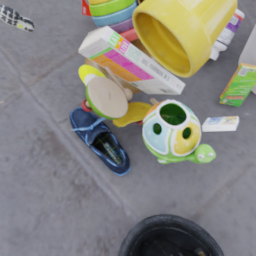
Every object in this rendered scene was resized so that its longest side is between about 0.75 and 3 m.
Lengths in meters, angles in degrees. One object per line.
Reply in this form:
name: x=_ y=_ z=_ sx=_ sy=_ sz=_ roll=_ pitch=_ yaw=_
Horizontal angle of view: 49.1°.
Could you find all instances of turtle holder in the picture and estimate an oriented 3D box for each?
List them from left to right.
turtle holder: x=1.155 y=0.177 z=7.091 sx=1.472 sy=1.376 sz=1.938 roll=-13 pitch=59 yaw=-4

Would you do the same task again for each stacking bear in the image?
stacking bear: x=-0.555 y=-4.118 z=8.707 sx=1.698 sy=2.796 sz=1.590 roll=-30 pitch=35 yaw=-17

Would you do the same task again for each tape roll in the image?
tape roll: x=5.306 y=-2.460 z=9.119 sx=2.842 sy=1.951 sz=2.842 roll=-2 pitch=66 yaw=4

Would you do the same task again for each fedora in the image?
fedora: x=1.070 y=3.612 z=7.205 sx=2.784 sy=1.272 sz=2.784 roll=0 pitch=70 yaw=-1

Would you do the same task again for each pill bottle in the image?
pill bottle: x=3.132 y=-3.250 z=9.647 sx=0.939 sy=0.939 sz=1.685 roll=31 pitch=110 yaw=11

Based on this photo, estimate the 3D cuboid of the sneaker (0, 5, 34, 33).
sneaker: x=-3.246 y=-3.043 z=7.974 sx=0.453 sy=1.137 sz=0.441 roll=15 pitch=84 yaw=39

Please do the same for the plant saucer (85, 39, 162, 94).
plant saucer: x=-0.174 y=-2.528 z=10.021 sx=2.831 sy=0.501 sz=2.831 roll=0 pitch=69 yaw=0

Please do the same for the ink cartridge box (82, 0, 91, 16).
ink cartridge box: x=-0.984 y=-4.444 z=10.067 sx=1.404 sy=1.618 sz=0.352 roll=7 pitch=66 yaw=-6

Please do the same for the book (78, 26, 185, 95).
book: x=0.089 y=-1.766 z=7.988 sx=2.689 sy=1.797 sz=0.646 roll=30 pitch=84 yaw=-27

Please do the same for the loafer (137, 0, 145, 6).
loafer: x=1.078 y=-3.741 z=9.880 sx=2.439 sy=0.888 sz=0.882 roll=51 pitch=34 yaw=-2

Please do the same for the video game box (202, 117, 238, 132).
video game box: x=2.535 y=-0.108 z=7.688 sx=0.854 sy=0.778 sz=0.200 roll=-3 pitch=108 yaw=28

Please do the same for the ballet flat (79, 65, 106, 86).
ballet flat: x=-0.855 y=-1.254 z=9.054 sx=2.002 sy=0.671 sz=0.669 roll=44 pitch=111 yaw=-6

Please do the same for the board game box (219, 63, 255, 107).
board game box: x=3.548 y=-1.315 z=8.885 sx=0.734 sy=1.536 sz=0.230 roll=11 pitch=45 yaw=-7

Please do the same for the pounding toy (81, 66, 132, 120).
pounding toy: x=-0.676 y=-0.766 z=7.718 sx=1.272 sy=0.764 sz=1.647 roll=44 pitch=40 yaw=-12

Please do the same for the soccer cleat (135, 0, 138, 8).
soccer cleat: x=-0.286 y=-5.299 z=11.026 sx=0.850 sy=0.657 sz=2.033 roll=-27 pitch=71 yaw=-5

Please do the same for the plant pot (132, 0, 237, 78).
plant pot: x=1.358 y=-2.416 z=6.284 sx=1.785 sy=1.898 sz=1.898 roll=-44 pitch=75 yaw=-6

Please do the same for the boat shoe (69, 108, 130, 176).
boat shoe: x=-0.828 y=0.241 z=8.712 sx=2.679 sy=0.919 sz=1.127 roll=41 pitch=74 yaw=14

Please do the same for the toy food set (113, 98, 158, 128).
toy food set: x=0.268 y=-0.315 z=8.566 sx=1.781 sy=0.582 sz=1.048 roll=-14 pitch=35 yaw=-25
